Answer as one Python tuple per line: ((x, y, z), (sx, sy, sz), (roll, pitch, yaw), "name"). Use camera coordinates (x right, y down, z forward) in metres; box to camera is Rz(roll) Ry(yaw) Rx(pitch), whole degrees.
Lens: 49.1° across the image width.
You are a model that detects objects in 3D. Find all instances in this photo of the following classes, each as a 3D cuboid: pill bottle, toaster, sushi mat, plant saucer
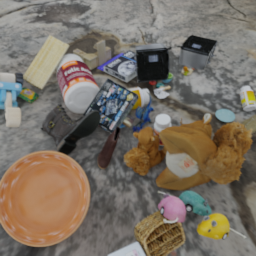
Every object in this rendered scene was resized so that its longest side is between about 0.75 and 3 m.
((4.979, -1.227, 11.661), (0.537, 0.537, 0.983), (-3, 69, -3), "pill bottle")
((-2.195, -1.952, 11.891), (1.491, 1.491, 2.611), (-15, 47, -15), "pill bottle")
((1.079, -2.863, 12.253), (1.642, 1.485, 0.974), (-6, 32, 0), "toaster")
((1.233, 0.080, 10.052), (0.620, 1.131, 0.620), (-3, 48, 3), "pill bottle")
((3.448, -3.853, 14.135), (1.742, 1.034, 1.575), (20, 49, 19), "toaster")
((0.077, -1.181, 11.602), (1.585, 0.866, 0.866), (-12, 46, -11), "pill bottle")
((-3.538, -2.818, 11.994), (1.098, 0.139, 2.295), (28, 82, 10), "sushi mat")
((-2.393, 1.988, 8.072), (2.626, 0.492, 2.626), (0, 74, -1), "plant saucer")
((3.935, -0.459, 11.392), (0.774, 0.149, 0.774), (0, 46, 0), "plant saucer")

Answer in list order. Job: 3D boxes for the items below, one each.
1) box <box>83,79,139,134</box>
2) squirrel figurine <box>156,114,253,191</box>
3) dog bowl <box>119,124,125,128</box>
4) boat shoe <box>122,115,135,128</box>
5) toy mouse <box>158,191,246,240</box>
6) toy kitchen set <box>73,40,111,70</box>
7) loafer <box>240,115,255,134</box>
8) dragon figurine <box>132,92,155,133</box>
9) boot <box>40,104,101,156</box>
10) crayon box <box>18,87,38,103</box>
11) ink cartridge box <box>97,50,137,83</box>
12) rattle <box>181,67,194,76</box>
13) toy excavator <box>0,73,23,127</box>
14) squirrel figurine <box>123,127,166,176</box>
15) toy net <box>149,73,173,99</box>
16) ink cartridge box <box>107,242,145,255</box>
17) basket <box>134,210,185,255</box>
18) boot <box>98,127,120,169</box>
((-0.649, -0.808, 10.520), (1.393, 0.403, 1.753), (30, 82, 17), "box")
((2.484, 0.632, 9.068), (2.814, 1.991, 2.626), (5, 23, 27), "squirrel figurine")
((-0.323, -0.230, 11.108), (0.929, 0.230, 0.518), (-21, 49, -20), "dog bowl")
((-0.336, -0.567, 10.876), (1.423, 0.512, 0.461), (38, 76, 25), "boat shoe")
((1.648, 2.168, 7.796), (2.674, 0.517, 2.376), (13, 11, -35), "toy mouse")
((-1.815, -3.942, 14.110), (1.315, 1.189, 1.458), (33, 54, 28), "toy kitchen set")
((4.631, -0.098, 10.415), (1.483, 0.564, 0.500), (-33, 24, -33), "loafer")
((0.609, -0.555, 10.749), (0.484, 1.645, 0.818), (18, 11, 27), "dragon figurine")
((-2.219, -0.267, 10.228), (2.244, 0.777, 1.953), (-44, 52, 6), "boot")
((-4.357, -1.423, 12.144), (0.793, 0.231, 0.471), (27, 44, 11), "crayon box")
((-0.205, -3.172, 13.893), (1.984, 0.430, 1.965), (29, 52, 28), "ink cartridge box")
((2.931, -2.895, 13.566), (0.756, 0.540, 0.492), (-31, 35, -20), "rattle")
((-4.784, -1.072, 11.128), (1.235, 2.405, 2.473), (-1, 79, -36), "toy excavator")
((0.542, 0.750, 9.236), (1.077, 1.420, 1.522), (21, 55, 21), "squirrel figurine")
((1.412, -1.939, 12.518), (1.020, 0.375, 1.944), (10, 37, 7), "toy net")
((-0.368, 4.087, 6.613), (2.332, 0.665, 1.896), (-16, 47, -21), "ink cartridge box")
((0.886, 2.860, 7.586), (1.223, 0.873, 0.911), (-22, 48, -20), "basket")
((-0.646, 0.676, 9.534), (0.462, 1.062, 1.276), (22, 55, -6), "boot")
